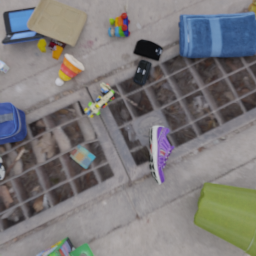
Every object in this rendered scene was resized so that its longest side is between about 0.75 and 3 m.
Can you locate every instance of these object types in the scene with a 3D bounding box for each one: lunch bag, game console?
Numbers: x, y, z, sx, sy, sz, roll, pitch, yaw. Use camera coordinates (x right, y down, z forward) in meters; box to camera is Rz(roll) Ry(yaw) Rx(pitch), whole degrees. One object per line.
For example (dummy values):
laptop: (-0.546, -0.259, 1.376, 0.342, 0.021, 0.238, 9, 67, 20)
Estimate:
lunch bag: (-4.743, -0.139, 9.971, 1.901, 1.258, 1.291, -13, 76, -3)
game console: (0.615, -2.552, 10.912, 1.066, 0.218, 1.807, 18, 81, 4)
game console: (-4.041, -3.932, 10.717, 1.607, 1.371, 0.951, -9, 124, -1)

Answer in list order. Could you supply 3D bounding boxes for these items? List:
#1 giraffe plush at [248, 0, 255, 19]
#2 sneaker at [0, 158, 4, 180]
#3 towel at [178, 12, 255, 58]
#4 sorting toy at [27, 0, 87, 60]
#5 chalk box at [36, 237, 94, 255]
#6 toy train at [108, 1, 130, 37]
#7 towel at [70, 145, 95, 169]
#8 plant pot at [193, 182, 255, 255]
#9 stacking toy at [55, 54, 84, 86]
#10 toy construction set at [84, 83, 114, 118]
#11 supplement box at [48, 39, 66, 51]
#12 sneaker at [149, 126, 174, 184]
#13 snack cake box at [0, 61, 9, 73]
giraffe plush: (5.428, -4.684, 10.937, 1.175, 1.014, 0.953, 41, 63, 15)
sneaker: (-4.883, 1.530, 10.242, 0.544, 0.334, 0.836, -17, 86, 11)
towel: (3.424, -3.519, 10.698, 2.969, 0.721, 1.658, -2, 85, -4)
sorting toy: (-2.793, -3.748, 10.629, 1.856, 0.334, 2.491, 21, 65, -10)
chalk box: (-2.395, 4.873, 9.045, 2.834, 1.756, 1.769, -30, 84, -4)
toy train: (-0.381, -4.262, 11.020, 0.814, 0.596, 1.407, -4, 81, 14)
towel: (-1.697, 1.078, 10.443, 0.806, 0.087, 0.591, 37, 83, 5)
plant pot: (3.462, 2.846, 9.280, 2.300, 2.422, 2.422, 15, 82, 16)
stacking toy: (-2.339, -2.100, 10.670, 0.886, 0.886, 1.213, 43, 103, 6)
toy construction set: (-1.005, -1.024, 10.392, 0.662, 0.942, 1.436, 33, 78, -13)
supplement box: (-2.673, -3.450, 10.995, 0.522, 0.292, 0.960, 25, 83, 4)
sneaker: (1.229, 0.962, 10.106, 0.885, 0.855, 2.120, 2, 81, -5)
snack cake box: (-5.039, -2.477, 10.762, 0.804, 0.462, 0.270, 32, 78, 5)
